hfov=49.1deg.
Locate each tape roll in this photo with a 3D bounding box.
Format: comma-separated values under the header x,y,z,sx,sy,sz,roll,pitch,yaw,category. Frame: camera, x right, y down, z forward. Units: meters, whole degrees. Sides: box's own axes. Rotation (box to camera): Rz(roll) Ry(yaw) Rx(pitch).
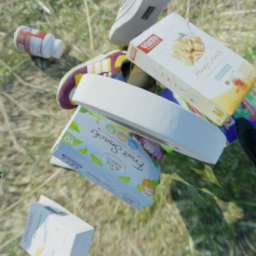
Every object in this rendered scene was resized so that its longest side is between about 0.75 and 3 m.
x,y,z,sx,sy,sz,roll,pitch,yaw,category
0.364,-0.128,5.344,2.928,2.928,0.535,25,87,8,tape roll

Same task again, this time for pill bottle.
x,y,z,sx,sy,sz,roll,pitch,yaw,category
-2.768,-2.639,8.777,1.351,0.758,0.758,17,72,1,pill bottle

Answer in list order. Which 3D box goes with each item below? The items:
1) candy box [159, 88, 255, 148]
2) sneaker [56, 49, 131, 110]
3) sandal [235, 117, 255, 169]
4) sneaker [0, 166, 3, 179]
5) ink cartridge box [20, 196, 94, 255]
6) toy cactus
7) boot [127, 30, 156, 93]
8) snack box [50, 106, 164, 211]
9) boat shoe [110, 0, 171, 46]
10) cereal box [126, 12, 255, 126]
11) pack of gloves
x,y,z,sx,sy,sz,roll,pitch,yaw,category
2.315,-0.523,7.465,2.405,0.926,2.034,-22,71,-37,candy box
-0.769,-1.349,7.879,1.200,0.998,2.663,28,61,39,sneaker
2.992,0.556,6.151,0.718,0.457,1.909,-30,90,-41,sandal
-3.215,1.117,5.730,1.481,0.558,0.566,-30,103,19,sneaker
-1.656,2.252,5.972,1.777,0.598,1.041,19,95,34,ink cartridge box
0.378,-0.118,7.877,1.972,1.222,2.390,-33,81,8,toy cactus
0.239,-1.570,6.949,0.893,1.158,2.389,-8,28,26,boot
-0.354,0.547,6.589,2.441,0.647,1.736,35,41,-13,snack box
0.271,-3.471,7.994,1.055,2.931,0.963,1,71,-24,boat shoe
1.483,-1.420,6.220,2.559,0.506,1.841,38,56,10,cereal box
-0.467,0.248,7.929,2.925,0.577,2.458,17,71,6,pack of gloves
